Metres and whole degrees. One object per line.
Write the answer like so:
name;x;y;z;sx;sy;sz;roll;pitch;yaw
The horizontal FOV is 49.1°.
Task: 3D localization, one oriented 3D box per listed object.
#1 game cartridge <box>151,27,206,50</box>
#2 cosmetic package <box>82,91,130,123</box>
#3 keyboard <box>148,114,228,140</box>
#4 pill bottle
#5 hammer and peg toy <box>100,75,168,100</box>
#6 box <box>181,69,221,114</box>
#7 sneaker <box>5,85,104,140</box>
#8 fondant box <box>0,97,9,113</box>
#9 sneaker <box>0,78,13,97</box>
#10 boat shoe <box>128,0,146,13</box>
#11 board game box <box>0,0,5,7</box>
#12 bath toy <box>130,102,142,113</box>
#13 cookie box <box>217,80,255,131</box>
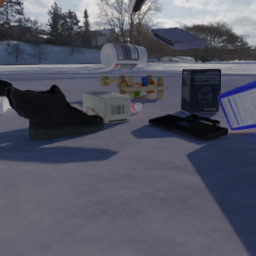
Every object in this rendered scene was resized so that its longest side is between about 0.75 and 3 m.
game cartridge;1.747;-3.184;9.938;1.201;0.356;1.853;-8;35;-23
cosmetic package;-0.710;-0.691;8.673;0.885;0.747;1.713;-8;16;-27
keyboard;1.628;-0.078;7.256;1.373;0.223;2.161;-15;20;-28
pill bottle;-0.122;-2.612;10.256;1.583;0.902;0.902;-11;17;-39
hammer and peg toy;0.202;-1.972;13.539;2.938;1.036;2.161;-4;16;-17
box;2.476;-1.283;9.598;1.087;1.465;0.784;-3;14;-11
sneaker;-1.569;-0.439;6.556;2.342;1.221;0.703;-11;18;-38
fondant box;-4.844;-0.799;9.863;1.024;0.413;1.419;-4;13;-15
sneaker;-5.961;-1.223;10.924;2.852;1.080;1.249;-4;26;2
boat shoe;0.311;-1.992;3.578;0.448;0.549;1.485;6;-19;-10
board game box;-3.607;-3.513;6.486;1.688;1.334;0.329;19;8;-41
bath toy;0.074;-0.728;9.737;0.925;0.342;0.402;7;15;31
cookie box;3.884;-0.891;6.193;2.364;1.038;2.763;-21;2;-26
